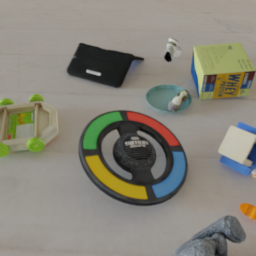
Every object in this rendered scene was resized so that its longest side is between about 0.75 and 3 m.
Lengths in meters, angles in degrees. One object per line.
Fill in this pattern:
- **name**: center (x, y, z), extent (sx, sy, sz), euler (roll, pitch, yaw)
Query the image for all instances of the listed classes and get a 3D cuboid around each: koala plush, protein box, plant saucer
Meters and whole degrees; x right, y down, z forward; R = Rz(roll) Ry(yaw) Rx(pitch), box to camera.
- **koala plush**: center (1.700, 2.726, 5.158), extent (1.381, 1.431, 1.557), euler (-22, 67, -39)
- **protein box**: center (3.302, -2.043, 10.043), extent (1.715, 1.157, 1.703), euler (-5, 49, 1)
- **plant saucer**: center (1.405, -0.986, 9.795), extent (1.610, 0.221, 1.610), euler (1, 42, -1)

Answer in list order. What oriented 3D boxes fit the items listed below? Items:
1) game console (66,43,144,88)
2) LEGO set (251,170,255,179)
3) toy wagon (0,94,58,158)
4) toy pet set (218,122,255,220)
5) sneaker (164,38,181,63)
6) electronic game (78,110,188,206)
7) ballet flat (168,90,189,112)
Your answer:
- **game console**: center (-0.883, -2.566, 11.520), extent (2.459, 1.431, 2.163), euler (17, 75, 19)
- **LEGO set**: center (3.756, 0.911, 7.664), extent (0.606, 0.491, 1.318), euler (-17, 37, 36)
- **toy wagon**: center (-3.587, -0.054, 8.480), extent (2.820, 0.558, 2.188), euler (-9, 45, -8)
- **toy pet set**: center (3.390, 0.959, 6.874), extent (2.258, 2.418, 1.284), euler (29, 6, 38)
- **sneaker**: center (1.758, -3.045, 11.539), extent (0.536, 1.421, 0.818), euler (26, 91, 19)
- **electronic game**: center (0.175, 0.638, 7.229), extent (2.912, 0.606, 2.912), euler (11, 46, -12)
- **ballet flat**: center (1.714, -0.971, 9.513), extent (0.412, 0.412, 1.145), euler (26, 49, 25)
